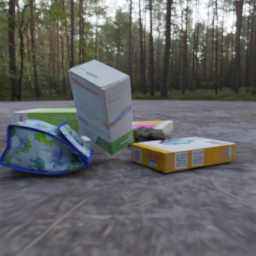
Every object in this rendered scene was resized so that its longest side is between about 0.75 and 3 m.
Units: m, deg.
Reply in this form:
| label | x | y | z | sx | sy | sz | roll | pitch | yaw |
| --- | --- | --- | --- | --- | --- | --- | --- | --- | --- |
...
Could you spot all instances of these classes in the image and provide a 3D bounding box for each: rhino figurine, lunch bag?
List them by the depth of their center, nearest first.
| label | x | y | z | sx | sy | sz | roll | pitch | yaw |
| --- | --- | --- | --- | --- | --- | --- | --- | --- | --- |
| lunch bag | -1.540 | 0.401 | 5.768 | 1.630 | 1.039 | 1.386 | 15 | 4 | -6 |
| rhino figurine | 0.384 | 0.261 | 7.944 | 0.916 | 0.626 | 2.095 | -2 | 7 | -19 |

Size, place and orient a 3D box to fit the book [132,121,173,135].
| label | x | y | z | sx | sy | sz | roll | pitch | yaw |
| --- | --- | --- | --- | --- | --- | --- | --- | --- | --- |
| book | 0.522 | 0.025 | 10.431 | 1.999 | 0.480 | 1.336 | 2 | 8 | 25 |

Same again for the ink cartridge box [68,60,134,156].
| label | x | y | z | sx | sy | sz | roll | pitch | yaw |
| --- | --- | --- | --- | --- | --- | --- | --- | --- | --- |
| ink cartridge box | -0.563 | -0.451 | 6.142 | 0.748 | 1.711 | 1.243 | -32 | 45 | -29 |

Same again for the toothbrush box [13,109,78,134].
| label | x | y | z | sx | sy | sz | roll | pitch | yaw |
| --- | --- | --- | --- | --- | --- | --- | --- | --- | --- |
| toothbrush box | -2.301 | -0.128 | 9.392 | 2.329 | 1.003 | 1.696 | 1 | 8 | 9 |

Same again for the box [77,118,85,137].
| label | x | y | z | sx | sy | sz | roll | pitch | yaw |
| --- | --- | --- | --- | --- | --- | --- | --- | --- | --- |
| box | -0.915 | -0.054 | 8.352 | 0.686 | 1.125 | 1.083 | 4 | 9 | 32 |

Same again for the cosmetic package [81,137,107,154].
| label | x | y | z | sx | sy | sz | roll | pitch | yaw |
| --- | --- | --- | --- | --- | --- | --- | --- | --- | --- |
| cosmetic package | -0.970 | 0.449 | 7.495 | 0.898 | 0.364 | 0.507 | 2 | 10 | 7 |

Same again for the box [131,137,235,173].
| label | x | y | z | sx | sy | sz | roll | pitch | yaw |
| --- | --- | --- | --- | --- | --- | --- | --- | --- | --- |
| box | 1.345 | 0.549 | 6.422 | 2.235 | 0.464 | 1.331 | -2 | 6 | -29 |
